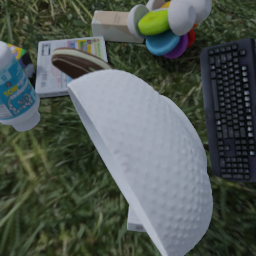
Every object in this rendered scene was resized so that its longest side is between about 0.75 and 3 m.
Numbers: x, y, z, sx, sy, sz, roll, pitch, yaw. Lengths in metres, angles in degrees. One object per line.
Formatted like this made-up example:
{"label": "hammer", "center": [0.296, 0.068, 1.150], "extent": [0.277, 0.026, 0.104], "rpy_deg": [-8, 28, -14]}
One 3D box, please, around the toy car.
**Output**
{"label": "toy car", "center": [1.422, -3.341, 9.340], "extent": [2.259, 1.936, 2.581], "rpy_deg": [9, 39, 38]}

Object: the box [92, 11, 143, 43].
{"label": "box", "center": [-0.332, -3.731, 10.335], "extent": [1.875, 0.729, 0.890], "rpy_deg": [4, 54, 2]}

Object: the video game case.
{"label": "video game case", "center": [-1.868, -2.130, 9.466], "extent": [2.332, 0.283, 2.562], "rpy_deg": [-7, 54, -5]}

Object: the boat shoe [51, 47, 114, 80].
{"label": "boat shoe", "center": [-0.546, -0.808, 5.126], "extent": [1.858, 0.686, 0.687], "rpy_deg": [20, 72, -24]}

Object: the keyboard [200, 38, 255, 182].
{"label": "keyboard", "center": [2.363, -0.313, 5.395], "extent": [1.750, 0.284, 2.754], "rpy_deg": [-6, 95, 26]}

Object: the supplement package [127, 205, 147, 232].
{"label": "supplement package", "center": [0.310, 1.816, 6.436], "extent": [0.565, 0.563, 0.963], "rpy_deg": [5, 55, 3]}

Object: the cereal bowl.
{"label": "cereal bowl", "center": [0.285, 0.369, 4.190], "extent": [1.192, 2.863, 2.863], "rpy_deg": [-30, 59, -9]}

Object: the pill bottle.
{"label": "pill bottle", "center": [-2.496, -0.755, 5.762], "extent": [0.998, 1.801, 0.998], "rpy_deg": [-9, 46, 10]}

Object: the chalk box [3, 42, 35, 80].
{"label": "chalk box", "center": [-3.871, -1.723, 8.733], "extent": [0.982, 0.989, 1.584], "rpy_deg": [23, 56, 16]}
